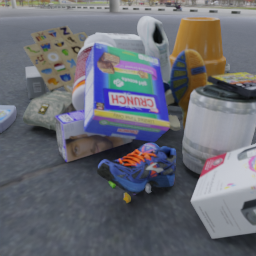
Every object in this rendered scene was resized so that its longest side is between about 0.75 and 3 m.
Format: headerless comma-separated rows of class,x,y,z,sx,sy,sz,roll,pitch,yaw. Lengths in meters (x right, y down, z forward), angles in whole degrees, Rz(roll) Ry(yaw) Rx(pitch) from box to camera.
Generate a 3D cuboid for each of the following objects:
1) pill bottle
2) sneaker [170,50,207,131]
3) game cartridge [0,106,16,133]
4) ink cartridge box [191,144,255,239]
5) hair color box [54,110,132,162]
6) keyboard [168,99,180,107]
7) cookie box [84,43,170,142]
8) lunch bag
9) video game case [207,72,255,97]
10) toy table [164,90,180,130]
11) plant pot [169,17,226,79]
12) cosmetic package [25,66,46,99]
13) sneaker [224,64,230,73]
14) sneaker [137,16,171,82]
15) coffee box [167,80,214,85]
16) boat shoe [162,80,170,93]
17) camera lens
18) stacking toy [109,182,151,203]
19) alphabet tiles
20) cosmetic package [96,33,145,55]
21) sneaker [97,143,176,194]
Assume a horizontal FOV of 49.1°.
pill bottle,-0.925,-1.707,8.809,1.458,1.458,2.581,-1,56,-1
sneaker,1.835,-0.900,7.894,0.982,2.609,1.150,-4,19,23
game cartridge,-4.416,-0.276,9.100,1.251,0.380,1.877,3,27,-2
ink cartridge box,2.378,0.956,4.930,2.142,0.917,1.581,-27,9,34
hair color box,-0.869,0.056,7.559,2.026,1.107,0.656,-16,31,-28
keyboard,2.019,-0.975,9.678,1.332,0.847,0.137,5,54,7
cookie box,-0.080,-0.901,7.165,1.928,0.847,2.254,9,58,-21
lunch bag,-2.323,-0.523,8.897,1.335,0.957,1.628,11,32,26
video game case,2.666,-0.999,6.318,1.285,0.164,1.161,-11,30,-29
toy table,0.882,-0.443,8.359,0.967,1.518,1.652,-12,62,-3
plant pot,2.891,-3.390,11.640,2.383,2.182,2.383,-1,26,1
cosmetic package,-3.885,-1.956,11.772,0.777,0.921,1.723,-10,27,-19
sneaker,4.712,-3.148,14.581,1.171,0.518,0.434,-5,29,-7
sneaker,1.094,-2.796,10.436,0.923,2.625,1.052,-29,29,-9
coffee box,2.209,-1.795,11.695,2.697,0.593,1.659,18,36,31
boat shoe,1.030,-1.101,8.114,0.374,1.034,0.374,-24,59,6
camera lens,2.120,0.020,6.580,1.527,1.909,1.527,5,20,-2
stacking toy,0.038,1.269,6.192,0.625,0.195,0.829,-16,30,-29
alphabet tiles,-2.162,-2.500,10.178,2.472,0.094,2.971,-26,73,-29
cosmetic package,-0.414,-2.767,11.832,1.792,2.174,1.793,-3,26,-16
sneaker,0.255,0.706,5.626,0.858,0.893,2.276,20,7,35
